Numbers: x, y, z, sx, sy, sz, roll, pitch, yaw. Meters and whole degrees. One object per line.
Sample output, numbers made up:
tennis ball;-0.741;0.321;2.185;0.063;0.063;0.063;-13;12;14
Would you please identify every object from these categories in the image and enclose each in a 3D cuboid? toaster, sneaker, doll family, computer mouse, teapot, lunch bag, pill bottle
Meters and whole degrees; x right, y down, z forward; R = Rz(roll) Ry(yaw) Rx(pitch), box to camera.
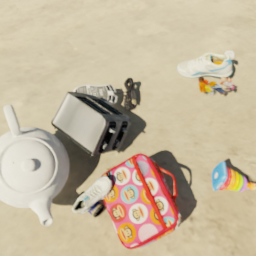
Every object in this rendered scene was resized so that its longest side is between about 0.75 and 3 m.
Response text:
toaster;-1.233;-0.190;9.440;2.244;2.029;1.332;34;103;20
sneaker;3.209;-2.720;11.940;2.310;0.933;0.884;3;58;24
doll family;3.368;-1.615;11.102;1.554;0.965;0.700;9;78;47
computer mouse;-0.940;-1.281;11.081;2.524;0.554;1.384;-5;74;-14
sneaker;-1.021;1.928;7.866;0.526;0.608;1.403;44;93;13
teapot;-2.934;1.066;8.216;2.665;1.946;2.630;27;73;-10
lunch bag;0.455;2.043;8.160;2.135;0.993;2.424;-31;62;9
pill bottle;-1.185;2.363;8.725;0.825;0.461;0.461;33;61;21

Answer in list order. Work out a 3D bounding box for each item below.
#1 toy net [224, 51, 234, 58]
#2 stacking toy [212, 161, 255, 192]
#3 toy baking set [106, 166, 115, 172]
toy net;4.163;-3.011;12.024;0.664;1.265;0.244;38;70;7
stacking toy;3.463;1.741;8.953;1.447;0.840;0.794;18;41;-5
toy baking set;-0.345;1.404;9.292;0.778;0.597;0.091;17;55;-39
